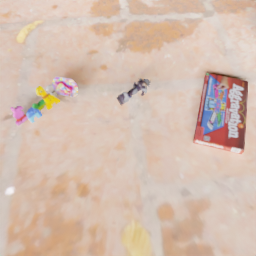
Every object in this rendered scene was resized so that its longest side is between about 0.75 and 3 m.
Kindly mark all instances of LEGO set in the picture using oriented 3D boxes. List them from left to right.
[{"bbox_3d":[-2.693,-0.842,8.375,1.785,0.733,0.681,-43,39,-22],"label":"LEGO set"}]

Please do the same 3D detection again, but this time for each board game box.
[{"bbox_3d":[-1.929,-1.194,8.469,0.830,0.655,0.162,9,44,7],"label":"board game box"},{"bbox_3d":[2.928,-0.550,8.690,1.407,0.266,2.733,14,57,8],"label":"board game box"}]

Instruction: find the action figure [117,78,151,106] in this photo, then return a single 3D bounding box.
[{"bbox_3d":[0.213,-1.134,8.489,1.171,0.406,0.762,-35,21,-8],"label":"action figure"}]
